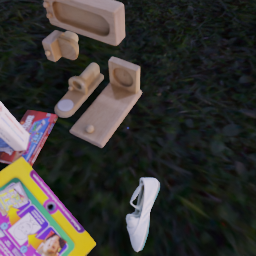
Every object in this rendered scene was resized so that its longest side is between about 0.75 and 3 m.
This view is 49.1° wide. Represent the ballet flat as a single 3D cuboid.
[{"bbox_3d":[0.214,1.658,5.558,0.500,0.500,1.439,15,76,12],"label":"ballet flat"}]

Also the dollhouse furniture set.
[{"bbox_3d":[-1.249,-1.499,6.932,2.524,2.654,2.162,24,58,18],"label":"dollhouse furniture set"}]

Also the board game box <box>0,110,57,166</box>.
[{"bbox_3d":[-2.552,0.231,7.206,0.860,0.162,1.671,10,51,9],"label":"board game box"}]

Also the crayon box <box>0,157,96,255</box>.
[{"bbox_3d":[-1.979,1.932,4.954,1.853,0.626,2.148,-40,87,-27],"label":"crayon box"}]

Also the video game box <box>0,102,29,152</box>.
[{"bbox_3d":[-3.648,-0.088,6.078,2.252,2.052,0.527,-4,57,6],"label":"video game box"}]
